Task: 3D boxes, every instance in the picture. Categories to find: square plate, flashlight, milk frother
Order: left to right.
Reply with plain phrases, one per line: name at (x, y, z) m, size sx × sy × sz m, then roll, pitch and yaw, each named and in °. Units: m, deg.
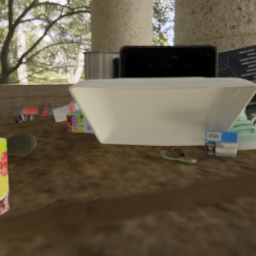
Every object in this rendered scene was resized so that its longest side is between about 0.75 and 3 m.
flashlight at (-3.911, -0.741, 11.516) m, size 1.558 × 0.528 × 0.529 m, roll -1°, pitch -2°, yaw -17°
milk frother at (-0.573, -1.930, 12.247) m, size 2.494 × 2.599 × 2.763 m, roll 3°, pitch 11°, yaw 9°
square plate at (0.628, -0.256, 5.649) m, size 2.952 × 0.420 × 2.924 m, roll 0°, pitch -22°, yaw 6°

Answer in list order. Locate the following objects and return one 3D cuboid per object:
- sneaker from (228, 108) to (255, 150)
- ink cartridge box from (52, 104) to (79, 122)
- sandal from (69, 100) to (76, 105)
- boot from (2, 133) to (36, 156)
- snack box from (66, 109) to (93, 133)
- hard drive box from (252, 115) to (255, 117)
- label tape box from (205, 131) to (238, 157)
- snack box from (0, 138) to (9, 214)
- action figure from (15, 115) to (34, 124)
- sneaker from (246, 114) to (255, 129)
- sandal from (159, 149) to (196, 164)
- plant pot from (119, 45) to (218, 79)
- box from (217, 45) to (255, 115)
sneaker at (2.632, -0.173, 6.745) m, size 0.752 × 1.205 × 2.044 m, roll -3°, pitch 9°, yaw -1°
ink cartridge box at (-2.011, -0.635, 10.603) m, size 0.847 × 0.491 × 1.455 m, roll -14°, pitch 4°, yaw 31°
sandal at (-1.859, -1.243, 13.617) m, size 2.336 × 0.669 × 0.895 m, roll -12°, pitch 39°, yaw 33°
boot at (-3.012, 0.356, 6.316) m, size 1.473 × 0.534 × 1.339 m, roll 1°, pitch 7°, yaw 42°
snack box at (-0.719, -0.429, 9.186) m, size 1.667 × 0.621 × 2.344 m, roll 1°, pitch 17°, yaw 18°
hard drive box at (4.622, -0.272, 9.724) m, size 0.826 × 0.317 × 0.644 m, roll 1°, pitch 11°, yaw 5°
label tape box at (1.976, 0.417, 5.954) m, size 0.630 × 0.277 × 0.874 m, roll 3°, pitch -33°, yaw 19°
snack box at (-1.901, 0.708, 3.009) m, size 0.365 × 0.980 × 1.379 m, roll 5°, pitch 11°, yaw 17°
action figure at (-3.757, -0.346, 10.189) m, size 0.505 × 0.269 × 0.776 m, roll -18°, pitch 3°, yaw 14°
sneaker at (3.198, -0.057, 7.363) m, size 0.283 × 0.851 × 0.385 m, roll -32°, pitch 50°, yaw -12°
sandal at (1.021, 0.559, 5.733) m, size 0.804 × 0.229 × 0.319 m, roll 9°, pitch 14°, yaw 39°
plant pot at (1.064, -0.835, 7.985) m, size 2.429 × 2.435 × 2.160 m, roll 1°, pitch 0°, yaw 5°
box at (3.487, -1.444, 9.520) m, size 2.096 × 2.061 × 1.299 m, roll -11°, pitch -9°, yaw 1°
